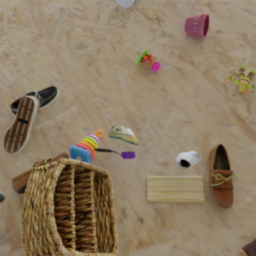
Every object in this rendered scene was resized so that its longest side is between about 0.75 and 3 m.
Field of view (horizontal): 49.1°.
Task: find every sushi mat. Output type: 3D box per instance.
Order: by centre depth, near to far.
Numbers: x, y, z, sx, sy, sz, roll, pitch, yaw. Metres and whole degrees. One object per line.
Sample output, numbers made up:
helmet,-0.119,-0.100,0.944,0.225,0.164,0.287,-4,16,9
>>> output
sushi mat,1.510,1.947,8.913,1.843,0.112,0.882,0,58,0

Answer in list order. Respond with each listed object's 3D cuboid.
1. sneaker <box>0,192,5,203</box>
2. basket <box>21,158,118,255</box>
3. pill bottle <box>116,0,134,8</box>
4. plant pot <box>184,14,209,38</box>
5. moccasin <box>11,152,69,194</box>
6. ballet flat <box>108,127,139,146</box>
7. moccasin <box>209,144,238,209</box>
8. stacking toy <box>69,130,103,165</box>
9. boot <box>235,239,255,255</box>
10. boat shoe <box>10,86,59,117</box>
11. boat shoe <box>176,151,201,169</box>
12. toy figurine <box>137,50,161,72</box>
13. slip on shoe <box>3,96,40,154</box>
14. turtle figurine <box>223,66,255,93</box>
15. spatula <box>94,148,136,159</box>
sneaker,-3.522,1.829,6.894,0.533,1.169,0.454,31,96,31
basket,-1.492,2.155,7.461,1.981,1.898,2.659,-13,54,8
pill bottle,0.062,-6.781,13.698,0.962,0.962,1.663,17,61,10
plant pot,3.022,-4.528,12.397,0.904,1.010,1.010,15,59,26
moccasin,-2.775,1.309,8.865,1.920,0.702,0.741,-33,70,1
ballet flat,-0.150,0.207,8.838,0.500,0.500,1.413,-45,33,-23
moccasin,2.975,1.476,8.795,0.747,0.788,2.042,7,59,4
stacking toy,-1.272,0.540,9.473,0.797,0.843,1.453,18,48,19
boot,3.795,3.829,7.465,1.424,0.619,1.712,-32,61,-16
boat shoe,-3.454,-1.057,10.437,1.897,0.642,0.681,-32,64,-20
boat shoe,1.708,1.037,8.575,0.442,1.352,0.497,-36,81,-20
toy figurine,0.965,-2.708,11.554,0.879,0.717,0.955,36,39,5
slip on shoe,-3.580,-0.097,9.554,0.793,0.632,2.085,20,97,3
turtle figurine,4.607,-1.787,10.940,1.610,0.519,1.299,18,53,19
spatula,-0.440,0.794,8.920,1.393,0.394,0.143,9,49,19
